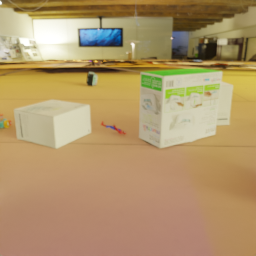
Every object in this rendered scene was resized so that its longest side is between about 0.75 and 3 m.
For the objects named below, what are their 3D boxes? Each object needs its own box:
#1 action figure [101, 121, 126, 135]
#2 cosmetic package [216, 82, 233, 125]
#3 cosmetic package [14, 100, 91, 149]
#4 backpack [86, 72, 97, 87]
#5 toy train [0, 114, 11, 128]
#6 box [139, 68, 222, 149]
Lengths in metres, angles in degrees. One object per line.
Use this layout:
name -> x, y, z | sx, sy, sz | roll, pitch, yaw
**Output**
action figure -> -0.515, 0.010, 10.161 | 0.961, 0.248, 0.314 | 27, -4, 1
cosmetic package -> 3.485, -1.101, 11.731 | 1.006, 1.636, 1.631 | -2, 17, -8
cosmetic package -> -2.591, -0.220, 9.816 | 1.851, 1.138, 1.845 | 11, 21, 27
backpack -> -2.710, -3.636, 20.776 | 0.836, 0.985, 1.110 | 5, 19, -14
toy train -> -5.538, -0.199, 10.722 | 1.457, 0.540, 1.940 | 12, 22, 33
box -> 1.792, -0.756, 9.520 | 2.630, 2.321, 1.272 | -12, 22, -31
